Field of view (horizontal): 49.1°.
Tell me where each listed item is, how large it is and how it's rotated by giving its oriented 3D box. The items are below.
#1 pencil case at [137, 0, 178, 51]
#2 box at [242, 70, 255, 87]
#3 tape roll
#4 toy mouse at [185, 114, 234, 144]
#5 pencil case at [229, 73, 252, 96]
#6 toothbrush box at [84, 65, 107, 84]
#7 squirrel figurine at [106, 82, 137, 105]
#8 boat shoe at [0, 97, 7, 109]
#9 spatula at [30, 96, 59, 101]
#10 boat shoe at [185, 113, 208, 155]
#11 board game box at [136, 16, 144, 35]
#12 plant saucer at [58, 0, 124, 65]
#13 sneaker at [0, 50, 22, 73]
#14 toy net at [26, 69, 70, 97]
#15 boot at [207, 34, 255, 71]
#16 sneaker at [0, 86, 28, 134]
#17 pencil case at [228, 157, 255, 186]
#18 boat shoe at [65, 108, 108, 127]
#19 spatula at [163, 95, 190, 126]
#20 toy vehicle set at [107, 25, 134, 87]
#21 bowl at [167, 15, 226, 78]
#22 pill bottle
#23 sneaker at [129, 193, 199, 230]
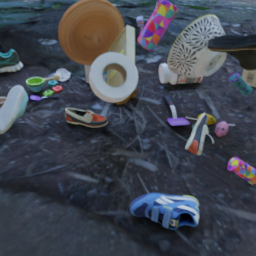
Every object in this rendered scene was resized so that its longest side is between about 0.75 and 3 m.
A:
[{"bbox_3d":[1.170,-4.291,11.670,0.938,2.122,0.938,26,20,-10],"label":"pencil case"},{"bbox_3d":[6.517,-3.010,14.463,0.807,0.970,2.360,16,36,23],"label":"box"},{"bbox_3d":[-0.414,-1.389,7.752,1.329,1.329,0.465,-10,-6,-14],"label":"tape roll"},{"bbox_3d":[3.098,-0.032,10.507,1.849,0.358,1.643,5,34,8],"label":"toy mouse"},{"bbox_3d":[3.840,-1.484,9.582,0.901,0.383,0.416,36,32,-27],"label":"pencil case"},{"bbox_3d":[-1.229,-3.305,14.319,0.927,1.591,2.173,20,39,28],"label":"toothbrush box"},{"bbox_3d":[-0.393,-1.733,12.735,1.470,1.040,1.372,-11,22,-42],"label":"squirrel figurine"},{"bbox_3d":[-5.270,-0.100,10.085,1.055,1.113,2.939,26,51,28],"label":"boat shoe"},{"bbox_3d":[-3.783,-1.366,12.727,1.268,0.130,0.358,-2,35,-3],"label":"spatula"},{"bbox_3d":[1.902,0.150,7.393,0.403,0.458,1.288,27,57,7],"label":"boat shoe"},{"bbox_3d":[0.578,-4.659,12.848,0.290,0.939,0.938,-6,16,9],"label":"board game box"},{"bbox_3d":[-1.228,-3.269,9.846,2.390,2.390,0.386,-13,45,-19],"label":"plant saucer"},{"bbox_3d":[-7.121,-3.551,15.052,2.610,1.190,1.012,-22,39,-28],"label":"sneaker"},{"bbox_3d":[-3.648,-2.410,13.922,1.474,0.543,2.810,15,36,21],"label":"toy net"},{"bbox_3d":[2.352,-1.569,6.117,1.189,0.823,0.461,8,58,23],"label":"boot"},{"bbox_3d":[-2.677,-0.346,6.599,0.480,0.532,1.298,7,60,19],"label":"sneaker"},{"bbox_3d":[2.656,0.996,6.426,0.850,0.376,0.376,33,26,-23],"label":"pencil case"},{"bbox_3d":[-1.645,-0.431,10.958,1.715,0.537,0.611,8,33,10],"label":"boat shoe"},{"bbox_3d":[1.861,-0.761,11.677,0.795,0.289,2.814,-1,33,-5],"label":"spatula"},{"bbox_3d":[-0.258,-2.070,9.135,0.288,1.348,2.169,15,61,-27],"label":"toy vehicle set"},{"bbox_3d":[2.755,-2.644,10.183,2.495,2.495,1.171,-22,60,-30],"label":"bowl"},{"bbox_3d":[2.604,-2.752,13.890,1.988,1.152,1.152,-7,34,-9],"label":"pill bottle"},{"bbox_3d":[0.928,2.113,7.033,1.799,0.665,0.740,0,36,1],"label":"sneaker"}]
